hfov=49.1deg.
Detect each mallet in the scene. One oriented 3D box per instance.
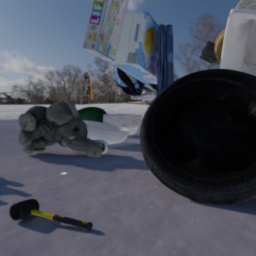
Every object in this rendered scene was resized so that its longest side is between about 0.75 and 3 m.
[{"bbox_3d":[-0.921,1.092,3.494,1.095,0.225,0.361,6,1,15],"label":"mallet"}]

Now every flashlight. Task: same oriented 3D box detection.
[{"bbox_3d":[4.233,-2.466,10.792,2.873,0.973,0.976,26,48,5],"label":"flashlight"}]

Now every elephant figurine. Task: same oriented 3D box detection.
[{"bbox_3d":[-2.030,0.044,8.843,2.455,1.905,1.737,-4,-3,-1],"label":"elephant figurine"}]

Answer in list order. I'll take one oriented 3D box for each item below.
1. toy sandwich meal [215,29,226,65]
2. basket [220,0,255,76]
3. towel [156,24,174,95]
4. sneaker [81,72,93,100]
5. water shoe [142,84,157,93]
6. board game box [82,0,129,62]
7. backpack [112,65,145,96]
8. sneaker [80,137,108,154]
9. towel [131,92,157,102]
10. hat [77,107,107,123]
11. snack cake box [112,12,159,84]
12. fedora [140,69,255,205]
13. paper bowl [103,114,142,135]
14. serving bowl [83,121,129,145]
[{"bbox_3d":[3.871,-2.569,9.153,2.132,2.132,0.730,4,41,50],"label":"toy sandwich meal"},{"bbox_3d":[3.293,-2.021,7.034,1.514,2.234,1.378,18,52,24],"label":"basket"},{"bbox_3d":[1.202,-2.133,9.122,0.543,2.238,1.249,0,9,12],"label":"towel"},{"bbox_3d":[-1.760,-1.774,11.776,0.456,1.182,0.463,-6,6,-5],"label":"sneaker"},{"bbox_3d":[1.049,-2.286,13.747,2.584,0.924,1.020,22,-3,2],"label":"water shoe"},{"bbox_3d":[-0.490,-2.907,7.204,0.368,2.153,1.447,16,6,14],"label":"board game box"},{"bbox_3d":[0.020,-2.364,11.700,1.149,1.559,1.707,18,-16,48],"label":"backpack"},{"bbox_3d":[-1.367,0.577,9.010,1.441,0.533,0.571,2,9,30],"label":"sneaker"},{"bbox_3d":[0.998,-1.367,12.634,1.139,0.185,1.551,-9,-6,40],"label":"towel"},{"bbox_3d":[-2.079,0.284,16.132,2.226,2.366,2.688,-9,-29,-12],"label":"hat"},{"bbox_3d":[0.609,-2.674,9.972,0.998,1.708,2.971,8,0,23],"label":"snack cake box"},{"bbox_3d":[1.541,0.224,5.048,2.684,2.684,1.226,2,-29,33],"label":"fedora"},{"bbox_3d":[-0.328,-0.216,16.228,2.269,1.180,2.269,1,4,0],"label":"paper bowl"},{"bbox_3d":[-1.044,0.238,11.521,2.148,0.707,2.148,10,5,-1],"label":"serving bowl"}]
